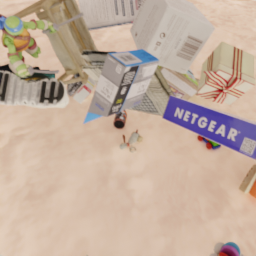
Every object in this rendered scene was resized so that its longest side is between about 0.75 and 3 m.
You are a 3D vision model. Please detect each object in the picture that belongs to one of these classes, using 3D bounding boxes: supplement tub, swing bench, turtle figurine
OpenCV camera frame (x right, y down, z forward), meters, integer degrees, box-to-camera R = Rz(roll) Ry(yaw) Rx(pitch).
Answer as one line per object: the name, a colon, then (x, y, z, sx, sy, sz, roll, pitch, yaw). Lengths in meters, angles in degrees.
supplement tub: (-0.282, -0.370, 10.561, 0.462, 0.462, 0.864, 4, 38, 5)
swing bench: (-2.362, -3.305, 10.221, 1.837, 2.816, 2.831, -8, 37, 25)
turtle figurine: (-2.682, -2.214, 8.160, 2.433, 1.751, 2.359, -1, -4, -20)

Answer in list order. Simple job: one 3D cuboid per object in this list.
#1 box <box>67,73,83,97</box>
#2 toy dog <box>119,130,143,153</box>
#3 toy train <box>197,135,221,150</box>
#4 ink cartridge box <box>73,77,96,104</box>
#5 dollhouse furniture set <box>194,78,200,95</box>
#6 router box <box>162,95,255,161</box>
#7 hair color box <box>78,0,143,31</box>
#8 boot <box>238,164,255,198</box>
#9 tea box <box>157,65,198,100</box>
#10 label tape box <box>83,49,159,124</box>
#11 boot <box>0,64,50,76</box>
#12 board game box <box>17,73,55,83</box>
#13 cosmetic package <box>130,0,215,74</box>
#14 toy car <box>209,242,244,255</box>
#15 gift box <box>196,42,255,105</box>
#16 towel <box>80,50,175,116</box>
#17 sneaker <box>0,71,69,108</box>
box: (-2.371, -1.997, 12.444, 0.267, 0.846, 1.073, 34, 25, -30)
toy dog: (0.112, 0.371, 9.581, 0.625, 0.456, 0.947, 15, 40, 19)
toy train: (2.708, 0.067, 9.709, 0.574, 0.785, 1.357, -16, 40, -21)
ink cartridge box: (-1.841, -1.612, 11.909, 0.430, 0.748, 1.031, 39, 34, -18)
dollhouse furniture set: (3.088, -2.103, 12.655, 1.058, 0.691, 0.999, -31, 47, -34)
router box: (1.997, 0.027, 5.292, 1.848, 0.503, 2.059, 10, 13, -39)
hair color box: (-0.574, -5.093, 11.914, 2.890, 1.445, 0.875, -3, 15, 15)
boot: (4.329, 1.305, 8.109, 1.272, 0.890, 2.372, 31, 55, 29)
tea box: (1.742, -2.063, 11.530, 1.799, 1.202, 1.770, 29, 33, -23)
label tape box: (-0.132, -0.646, 5.150, 0.470, 1.484, 1.070, 38, 36, 20)
boot: (-5.017, -2.026, 12.190, 2.408, 1.094, 2.866, 13, 33, 22)
board game box: (-3.137, -1.493, 9.643, 1.221, 0.826, 0.172, -2, 29, -19)
cosmetic package: (1.450, -3.528, 10.070, 1.921, 1.933, 2.310, 13, 38, -23)
toy car: (2.194, 2.864, 6.162, 0.718, 0.616, 0.821, 25, 44, 30)
gift box: (2.886, -1.591, 8.623, 1.490, 1.375, 1.391, 17, 60, -5)
towel: (0.067, -1.059, 7.297, 2.337, 2.427, 0.419, 16, 68, 40)
sneaker: (-2.983, -0.985, 8.166, 2.593, 1.051, 0.974, 10, 82, 5)
